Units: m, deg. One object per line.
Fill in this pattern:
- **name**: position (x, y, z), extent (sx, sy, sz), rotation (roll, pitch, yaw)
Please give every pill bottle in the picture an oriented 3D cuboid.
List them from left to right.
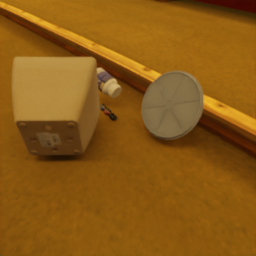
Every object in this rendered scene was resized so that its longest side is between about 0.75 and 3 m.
- **pill bottle**: position (-0.955, -1.906, 12.157), extent (1.345, 0.805, 0.805), rotation (41, 52, 22)

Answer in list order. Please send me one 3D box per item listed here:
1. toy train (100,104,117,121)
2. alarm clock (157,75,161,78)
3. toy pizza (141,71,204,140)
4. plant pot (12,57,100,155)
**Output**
- **toy train**: position (-0.895, -0.682, 12.226), extent (0.289, 0.216, 1.264), rotation (-33, 48, -15)
- **alarm clock**: position (1.923, -1.888, 13.340), extent (2.360, 0.785, 1.592), rotation (-20, 42, -27)
- **toy pizza**: position (1.624, -0.833, 10.435), extent (2.596, 2.596, 0.411), rotation (36, 13, 37)
- **plant pot**: position (-2.438, -0.556, 9.621), extent (2.761, 2.757, 2.444), rotation (-1, 51, -3)
